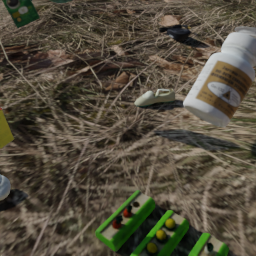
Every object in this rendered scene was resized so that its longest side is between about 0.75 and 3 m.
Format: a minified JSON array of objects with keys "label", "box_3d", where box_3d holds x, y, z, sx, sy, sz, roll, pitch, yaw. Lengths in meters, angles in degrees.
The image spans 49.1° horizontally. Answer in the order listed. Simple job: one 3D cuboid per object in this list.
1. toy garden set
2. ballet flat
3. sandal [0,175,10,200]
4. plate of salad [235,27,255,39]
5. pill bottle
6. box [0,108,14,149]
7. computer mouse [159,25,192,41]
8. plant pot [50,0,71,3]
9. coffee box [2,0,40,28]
[{"label":"toy garden set","box_3d":[0.523,2.284,4.342,2.789,0.557,2.325,26,44,30]},{"label":"ballet flat","box_3d":[0.850,-1.001,8.817,1.344,0.467,0.467,-10,38,-13]},{"label":"sandal","box_3d":[-3.460,1.224,5.893,1.918,0.471,0.780,15,53,-1]},{"label":"plate of salad","box_3d":[2.997,-1.992,6.095,1.330,0.319,1.330,21,14,-5]},{"label":"pill bottle","box_3d":[1.595,-0.791,4.623,0.800,0.800,1.400,31,91,34]},{"label":"box","box_3d":[-2.299,-0.343,4.405,0.555,1.474,0.369,26,49,27]},{"label":"computer mouse","box_3d":[2.578,-4.646,13.692,1.451,0.476,2.067,-17,31,-19]},{"label":"plant pot","box_3d":[-1.660,-3.703,6.731,1.346,1.346,1.080,-2,65,-3]},{"label":"coffee box","box_3d":[-2.924,-3.332,7.446,0.688,1.119,0.246,-28,26,-4]}]
